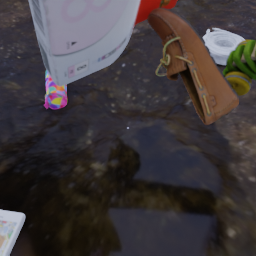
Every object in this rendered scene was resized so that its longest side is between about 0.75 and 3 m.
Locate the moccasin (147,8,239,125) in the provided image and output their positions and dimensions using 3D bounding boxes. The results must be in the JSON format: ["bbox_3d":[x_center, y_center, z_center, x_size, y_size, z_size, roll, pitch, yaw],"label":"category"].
[{"bbox_3d":[0.917,-1.025,4.621,0.809,0.766,2.095,-32,91,-1],"label":"moccasin"}]

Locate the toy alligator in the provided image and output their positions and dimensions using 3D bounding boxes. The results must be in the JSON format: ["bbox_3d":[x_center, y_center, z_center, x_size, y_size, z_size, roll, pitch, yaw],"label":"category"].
[{"bbox_3d":[2.408,-1.154,4.277,2.821,0.678,0.935,-5,56,57],"label":"toy alligator"}]

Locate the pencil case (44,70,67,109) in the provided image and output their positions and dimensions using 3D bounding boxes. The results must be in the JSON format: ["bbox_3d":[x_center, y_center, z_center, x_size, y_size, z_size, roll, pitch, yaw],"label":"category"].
[{"bbox_3d":[-2.108,-1.168,8.083,0.638,0.638,1.444,-7,45,-7],"label":"pencil case"}]

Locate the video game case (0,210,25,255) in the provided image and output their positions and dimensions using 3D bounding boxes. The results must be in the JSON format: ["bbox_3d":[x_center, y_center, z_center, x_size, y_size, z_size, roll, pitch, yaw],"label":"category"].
[{"bbox_3d":[-2.847,2.182,5.061,1.426,0.179,1.566,6,46,6],"label":"video game case"}]

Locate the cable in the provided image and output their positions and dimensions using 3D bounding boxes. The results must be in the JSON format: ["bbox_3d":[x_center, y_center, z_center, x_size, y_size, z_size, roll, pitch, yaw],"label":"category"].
[{"bbox_3d":[3.287,-2.778,9.702,1.610,0.558,1.611,24,50,20],"label":"cable"}]

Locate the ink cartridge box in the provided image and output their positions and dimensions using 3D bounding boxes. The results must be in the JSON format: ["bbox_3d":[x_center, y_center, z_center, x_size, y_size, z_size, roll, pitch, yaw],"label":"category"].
[{"bbox_3d":[0.018,-1.739,3.819,2.625,2.133,0.749,-24,77,-16],"label":"ink cartridge box"}]
